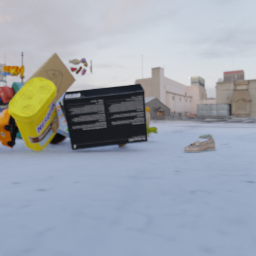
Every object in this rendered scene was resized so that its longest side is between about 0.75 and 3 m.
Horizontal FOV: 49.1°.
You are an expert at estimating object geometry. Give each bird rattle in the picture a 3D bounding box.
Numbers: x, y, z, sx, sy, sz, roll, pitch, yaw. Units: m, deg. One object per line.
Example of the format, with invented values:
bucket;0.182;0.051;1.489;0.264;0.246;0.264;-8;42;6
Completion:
bird rattle;0.406;-0.337;14.197;2.324;1.894;1.309;20;24;41

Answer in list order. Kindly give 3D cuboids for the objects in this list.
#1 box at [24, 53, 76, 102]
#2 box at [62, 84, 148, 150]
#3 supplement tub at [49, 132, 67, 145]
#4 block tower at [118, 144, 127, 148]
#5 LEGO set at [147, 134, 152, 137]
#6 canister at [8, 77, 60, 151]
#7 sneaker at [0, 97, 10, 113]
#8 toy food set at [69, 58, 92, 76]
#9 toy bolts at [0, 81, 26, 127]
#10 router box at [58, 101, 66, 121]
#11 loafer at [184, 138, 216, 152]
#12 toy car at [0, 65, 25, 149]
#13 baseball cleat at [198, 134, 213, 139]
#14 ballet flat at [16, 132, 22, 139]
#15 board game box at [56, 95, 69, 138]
box;-2.909;-1.748;10.634;0.183;1.720;1.406;14;-31;41
box;-0.763;-0.398;9.927;2.730;1.927;1.077;-6;22;-3
supplement tub;-3.245;-0.349;13.769;1.506;1.506;2.815;0;19;7
block tower;-0.225;0.579;11.606;0.362;0.338;1.251;-23;-2;6
LEGO set;1.192;0.491;16.687;0.472;0.382;1.026;-37;-9;24
canister;-3.056;-0.382;9.506;0.948;1.626;2.189;22;-34;8
sneaker;-4.617;-1.172;12.328;2.580;0.977;0.994;-6;-31;-15
toy food set;-2.000;-2.489;11.501;1.154;0.734;0.182;2;9;29
toy bolts;-4.294;-0.962;11.530;1.334;1.924;1.837;-26;9;-29
router box;-2.388;-0.767;11.716;0.758;1.016;0.260;-24;-29;-9
loafer;2.632;0.632;10.329;1.487;0.468;0.535;-2;3;-32
toy car;-4.392;-0.803;10.134;0.981;2.948;1.446;3;-30;-10
baseball cleat;4.456;0.482;16.161;0.805;0.281;0.428;1;3;12
ballet flat;-5.622;0.326;16.134;2.575;0.868;0.820;0;-25;-15
board game box;-2.351;-0.437;11.959;2.317;1.753;0.424;22;-31;14
